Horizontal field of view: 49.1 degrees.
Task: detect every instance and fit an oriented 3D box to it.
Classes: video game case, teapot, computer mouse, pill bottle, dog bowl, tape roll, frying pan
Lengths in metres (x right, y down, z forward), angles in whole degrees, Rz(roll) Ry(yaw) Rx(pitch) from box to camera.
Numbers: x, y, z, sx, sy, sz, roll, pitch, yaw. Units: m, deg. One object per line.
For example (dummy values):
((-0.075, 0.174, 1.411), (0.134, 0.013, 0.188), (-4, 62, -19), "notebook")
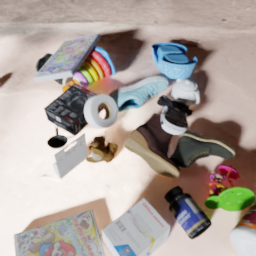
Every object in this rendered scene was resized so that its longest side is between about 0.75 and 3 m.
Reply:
((-2.577, -3.050, 12.032), (2.044, 0.257, 2.854), (-1, 47, 29), "video game case")
((2.421, -1.536, 11.563), (1.299, 0.949, 1.282), (19, 52, 15), "teapot")
((1.643, -0.376, 10.315), (1.471, 0.588, 2.682), (23, 28, 2), "computer mouse")
((-1.758, 3.725, 7.511), (2.342, 0.295, 2.573), (-15, 51, -13), "video game case")
((4.195, 2.525, 7.713), (2.696, 1.539, 1.539), (-36, 58, -26), "pill bottle")
((1.972, -3.031, 12.545), (1.636, 0.728, 2.936), (-3, 35, -9), "dog bowl")
((-1.008, -0.600, 10.562), (0.454, 1.297, 1.297), (-8, 34, 49), "tape roll")
((-2.529, 0.372, 9.657), (0.707, 0.190, 1.169), (-23, 43, -27), "frying pan")
((1.711, 2.457, 8.263), (0.797, 0.797, 1.424), (-24, 53, -19), "pill bottle")

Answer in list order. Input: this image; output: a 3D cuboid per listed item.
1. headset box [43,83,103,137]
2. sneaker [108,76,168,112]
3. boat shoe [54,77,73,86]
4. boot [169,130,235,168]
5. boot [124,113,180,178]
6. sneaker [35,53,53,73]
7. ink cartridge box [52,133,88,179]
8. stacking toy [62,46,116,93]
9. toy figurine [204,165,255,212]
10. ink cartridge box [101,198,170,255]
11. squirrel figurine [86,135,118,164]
((-2.038, -0.821, 11.070), (1.484, 0.770, 1.994), (27, 54, 21), "headset box")
((0.541, -1.231, 11.386), (2.581, 0.954, 1.058), (-21, 55, -3), "sneaker")
((-2.450, -2.978, 12.766), (0.927, 0.985, 2.742), (22, 56, 16), "boat shoe")
((2.508, 1.000, 9.648), (1.977, 0.766, 1.367), (17, 56, 30), "boot")
((1.241, 0.500, 9.888), (2.362, 0.854, 1.964), (33, 58, 27), "boot")
((-3.752, -3.040, 13.130), (0.764, 0.510, 1.334), (12, 45, 18), "sneaker")
((-1.912, 0.847, 9.144), (0.438, 1.536, 1.249), (36, 58, 27), "ink cartridge box")
((-1.853, -2.258, 12.103), (1.454, 1.375, 2.505), (28, 64, 40), "stacking toy")
((3.051, 1.801, 8.890), (1.469, 1.103, 1.352), (-14, 35, 13), "toy figurine")
((0.216, 2.944, 7.650), (1.504, 1.088, 1.107), (-30, 56, -23), "ink cartridge box")
((-0.893, 0.732, 9.917), (1.039, 0.735, 0.970), (15, 39, -6), "squirrel figurine")
